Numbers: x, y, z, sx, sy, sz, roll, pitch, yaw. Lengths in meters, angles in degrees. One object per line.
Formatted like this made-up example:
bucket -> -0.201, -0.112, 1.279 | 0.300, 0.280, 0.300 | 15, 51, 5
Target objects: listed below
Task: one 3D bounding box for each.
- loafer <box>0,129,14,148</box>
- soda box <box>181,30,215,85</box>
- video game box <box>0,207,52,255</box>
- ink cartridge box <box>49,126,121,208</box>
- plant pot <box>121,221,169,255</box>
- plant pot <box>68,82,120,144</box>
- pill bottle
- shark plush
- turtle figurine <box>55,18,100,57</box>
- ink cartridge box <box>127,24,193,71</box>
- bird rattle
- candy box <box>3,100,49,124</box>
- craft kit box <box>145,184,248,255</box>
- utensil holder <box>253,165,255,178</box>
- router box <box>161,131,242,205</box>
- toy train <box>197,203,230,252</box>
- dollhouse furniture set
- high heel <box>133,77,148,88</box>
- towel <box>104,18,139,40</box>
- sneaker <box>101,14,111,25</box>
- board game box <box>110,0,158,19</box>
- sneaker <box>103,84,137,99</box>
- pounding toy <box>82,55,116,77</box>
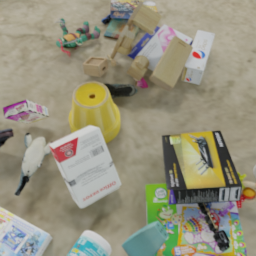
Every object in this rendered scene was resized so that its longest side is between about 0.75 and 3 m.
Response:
loafer -> -4.738, 0.680, 9.337 | 2.265, 0.814, 0.713 | -21, 88, 10
soda box -> 3.023, -3.060, 12.042 | 0.801, 0.857, 2.516 | 17, 57, 11
video game box -> -3.698, 3.453, 7.760 | 2.339, 0.548, 2.131 | 22, 61, 15
ink cartridge box -> -1.273, 1.140, 8.432 | 1.446, 2.004, 0.839 | -26, 16, -22
plant pot -> 0.488, 2.852, 7.035 | 0.981, 0.693, 0.693 | -43, 75, 13
plant pot -> -1.207, -0.581, 9.784 | 1.859, 1.749, 1.859 | 0, 55, -1
pill bottle -> -1.240, 3.619, 7.216 | 0.943, 0.943, 1.703 | 26, 51, 17
shark plush -> -3.000, 1.179, 8.990 | 0.963, 0.882, 2.119 | 12, 57, -20
turtle figurine -> -2.486, -4.145, 12.614 | 1.764, 1.186, 2.357 | 46, 51, 12
ink cartridge box -> 1.354, -3.534, 12.305 | 2.147, 0.465, 2.108 | 34, 77, 18
bird rattle -> 3.471, 1.974, 8.423 | 0.925, 1.135, 0.639 | 3, 18, 24
candy box -> -3.465, -0.525, 9.615 | 0.915, 1.342, 0.409 | -16, 80, 12
craft kit box -> 1.840, 2.840, 7.981 | 2.627, 0.637, 2.595 | -5, 52, 6
utensil holder -> 4.561, 1.279, 9.020 | 0.788, 0.928, 0.788 | 0, 55, 0
router box -> 2.082, 1.117, 8.522 | 1.974, 0.656, 2.511 | -6, 35, 6
toy train -> 2.248, 2.461, 7.437 | 0.376, 0.280, 1.640 | -27, 38, 7
dollhouse furniture set -> 0.797, -3.008, 11.877 | 2.773, 2.260, 2.637 | 30, 70, -7
high heel -> 0.525, -2.087, 11.718 | 0.521, 0.366, 1.087 | 10, 43, -21
towel -> -0.178, -5.008, 13.773 | 1.506, 0.223, 2.054 | 15, 57, 11
sneaker -> -1.001, -5.434, 14.063 | 0.298, 0.268, 0.765 | 40, 65, 11
board game box -> 0.255, -5.936, 14.024 | 2.288, 0.396, 1.550 | 2, 43, -3
sneaker -> -0.406, -1.450, 11.176 | 1.635, 0.648, 0.617 | 6, 99, 21
pounding toy -> -1.075, -2.604, 11.779 | 1.252, 0.573, 1.100 | 11, 41, 21
